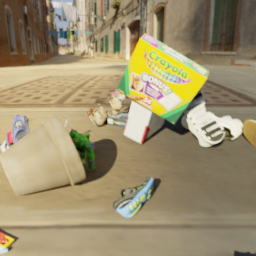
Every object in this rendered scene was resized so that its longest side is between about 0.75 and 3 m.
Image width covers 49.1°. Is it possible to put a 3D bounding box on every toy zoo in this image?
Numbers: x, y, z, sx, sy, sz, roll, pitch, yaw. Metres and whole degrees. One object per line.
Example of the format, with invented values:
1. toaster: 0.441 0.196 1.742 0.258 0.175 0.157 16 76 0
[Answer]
1. toy zoo: -2.916 2.533 6.115 0.864 0.088 0.567 10 20 28

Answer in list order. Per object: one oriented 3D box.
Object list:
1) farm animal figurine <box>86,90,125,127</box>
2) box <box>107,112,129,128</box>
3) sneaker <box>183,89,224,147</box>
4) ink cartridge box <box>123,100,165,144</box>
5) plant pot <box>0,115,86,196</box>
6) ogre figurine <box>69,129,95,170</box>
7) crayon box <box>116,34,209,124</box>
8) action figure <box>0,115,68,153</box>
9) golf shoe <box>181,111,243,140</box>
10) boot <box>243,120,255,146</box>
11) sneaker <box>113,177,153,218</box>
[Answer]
1. farm animal figurine: -0.993 -0.944 14.735 2.199 1.106 1.776 -36 16 -5
2. box: -0.015 -0.395 14.561 1.725 0.440 1.360 13 23 36
3. sneaker: 2.707 -0.556 11.474 1.127 3.000 1.216 -20 -19 -11
4. ink cartridge box: 0.895 -0.562 12.426 0.957 1.685 2.312 25 28 19
5. plant pot: -2.565 0.960 8.202 1.895 2.184 2.184 -24 26 -19
6. ogre figurine: -1.672 0.661 9.554 0.777 0.950 1.584 -1 29 -36
7. crayon box: 1.183 -1.722 10.227 2.619 2.260 0.764 31 40 2
8. action figure: -3.542 0.691 10.681 2.607 1.410 2.695 -10 46 -7
9. golf shoe: 3.656 -0.081 12.732 2.795 1.094 1.359 8 25 27
10. boot: 6.373 0.292 11.566 2.095 0.981 2.695 -8 21 -21
11. sneaker: 0.185 1.771 7.622 0.704 0.603 1.700 18 27 27
